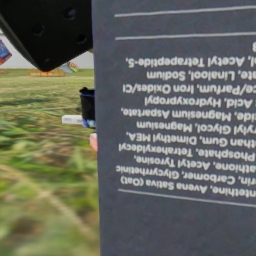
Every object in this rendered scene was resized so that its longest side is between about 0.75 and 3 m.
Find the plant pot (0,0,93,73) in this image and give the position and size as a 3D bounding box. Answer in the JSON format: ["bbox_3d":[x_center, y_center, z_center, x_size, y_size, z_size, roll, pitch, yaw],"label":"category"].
[{"bbox_3d":[-1.356,-2.488,4.635,2.503,2.497,2.220,-31,62,-5],"label":"plant pot"}]

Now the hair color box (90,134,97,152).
[{"bbox_3d":[-0.406,0.293,5.131,0.401,0.242,0.789,-5,14,-21],"label":"hair color box"}]

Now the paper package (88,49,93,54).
[{"bbox_3d":[0.179,-3.325,8.265,2.820,2.958,1.530,29,-3,18],"label":"paper package"}]

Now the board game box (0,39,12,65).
[{"bbox_3d":[-3.835,-2.443,7.877,0.236,1.247,2.422,-34,25,-4],"label":"board game box"}]

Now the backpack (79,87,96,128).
[{"bbox_3d":[-0.220,-0.520,6.934,1.578,1.062,1.441,5,13,26],"label":"backpack"}]

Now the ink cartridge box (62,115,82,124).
[{"bbox_3d":[-1.363,-0.287,7.916,0.693,0.205,0.866,2,14,12],"label":"ink cartridge box"}]

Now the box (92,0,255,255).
[{"bbox_3d":[0.687,-0.200,1.970,1.315,2.521,1.866,3,12,15],"label":"box"}]
